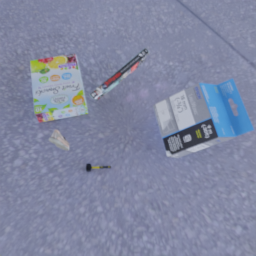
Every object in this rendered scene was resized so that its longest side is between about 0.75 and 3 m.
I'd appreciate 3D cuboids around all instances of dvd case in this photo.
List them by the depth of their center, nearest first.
[{"bbox_3d":[-0.343,-1.968,10.727,2.591,1.892,0.285,-41,94,1],"label":"dvd case"}]

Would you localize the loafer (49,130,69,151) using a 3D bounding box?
[{"bbox_3d":[-2.088,0.408,8.788,0.441,1.226,0.385,14,75,11],"label":"loafer"}]

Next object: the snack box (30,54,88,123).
[{"bbox_3d":[-2.948,-1.753,11.836,2.042,0.761,2.872,-12,61,-7],"label":"snack box"}]

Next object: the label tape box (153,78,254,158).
[{"bbox_3d":[2.510,-0.388,9.838,2.898,0.917,2.090,-25,67,28],"label":"label tape box"}]

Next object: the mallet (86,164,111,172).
[{"bbox_3d":[-1.102,1.503,10.324,0.921,0.190,0.303,5,60,-1],"label":"mallet"}]
